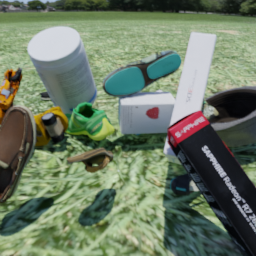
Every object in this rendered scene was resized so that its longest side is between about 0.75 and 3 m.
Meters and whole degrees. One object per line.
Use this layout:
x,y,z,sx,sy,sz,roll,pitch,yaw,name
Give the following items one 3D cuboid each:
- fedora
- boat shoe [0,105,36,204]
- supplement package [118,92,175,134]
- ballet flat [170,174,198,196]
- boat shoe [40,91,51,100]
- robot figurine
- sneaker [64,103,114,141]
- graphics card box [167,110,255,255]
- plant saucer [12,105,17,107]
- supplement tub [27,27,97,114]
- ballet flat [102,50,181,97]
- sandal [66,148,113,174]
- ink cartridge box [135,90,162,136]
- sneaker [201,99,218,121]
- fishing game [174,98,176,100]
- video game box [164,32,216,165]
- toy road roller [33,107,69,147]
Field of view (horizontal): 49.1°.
3.605,-0.261,9.400,2.650,1.353,2.996,-38,22,-23,fedora
-2.484,0.611,5.832,0.798,2.162,0.800,13,8,0,boat shoe
0.604,-0.515,9.310,1.796,1.089,1.075,-2,28,-7,supplement package
1.869,1.390,7.251,1.834,0.623,0.627,-14,14,-41,ballet flat
-3.339,-1.843,13.859,2.062,0.646,0.755,-15,31,-23,boat shoe
-3.597,-1.035,8.334,0.532,1.325,1.828,20,41,-22,robot figurine
-1.537,-0.353,10.040,1.060,1.196,2.862,-27,24,-37,sneaker
1.679,1.090,4.966,0.688,2.705,1.697,-32,-14,0,graphics card box
-5.300,-0.701,12.057,1.483,0.238,1.483,-1,27,0,plant saucer
-2.361,-2.061,10.657,1.919,2.909,1.919,-3,54,5,supplement tub
0.395,-1.772,9.187,2.774,1.030,1.030,-21,31,-11,ballet flat
-0.733,0.784,6.299,0.702,0.472,1.749,-19,-15,12,sandal
0.796,-0.623,10.806,1.930,0.655,1.120,-27,49,-21,ink cartridge box
2.227,-0.860,9.327,0.795,0.916,2.068,-31,29,1,sneaker
2.106,-1.080,12.745,1.361,0.295,1.900,11,29,27,fishing game
1.640,-0.531,7.574,0.701,2.993,2.727,13,-8,10,video game box
-2.781,-0.108,9.509,1.586,0.975,1.158,-9,31,16,toy road roller
